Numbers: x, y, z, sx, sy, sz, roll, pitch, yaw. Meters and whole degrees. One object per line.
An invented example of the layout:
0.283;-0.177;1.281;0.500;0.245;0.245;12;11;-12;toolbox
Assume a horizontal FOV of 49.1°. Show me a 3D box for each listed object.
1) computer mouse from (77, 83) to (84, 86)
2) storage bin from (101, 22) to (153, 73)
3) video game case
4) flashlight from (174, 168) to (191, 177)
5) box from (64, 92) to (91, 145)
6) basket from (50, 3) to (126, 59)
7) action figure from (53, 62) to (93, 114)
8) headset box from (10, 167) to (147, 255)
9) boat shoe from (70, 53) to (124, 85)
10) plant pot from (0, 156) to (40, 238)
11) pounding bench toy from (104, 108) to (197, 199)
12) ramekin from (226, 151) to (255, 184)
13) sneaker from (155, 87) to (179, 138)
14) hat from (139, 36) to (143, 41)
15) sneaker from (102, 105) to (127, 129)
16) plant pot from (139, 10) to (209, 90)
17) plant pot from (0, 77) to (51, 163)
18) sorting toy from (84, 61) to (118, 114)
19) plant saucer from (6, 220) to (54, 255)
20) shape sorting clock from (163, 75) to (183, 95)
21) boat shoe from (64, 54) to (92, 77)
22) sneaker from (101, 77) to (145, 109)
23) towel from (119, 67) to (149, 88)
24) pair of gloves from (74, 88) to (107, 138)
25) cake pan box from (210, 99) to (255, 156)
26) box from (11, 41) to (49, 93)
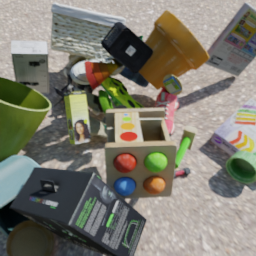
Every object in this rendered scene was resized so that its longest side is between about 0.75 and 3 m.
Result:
-1.351;-1.675;10.164;1.009;0.296;0.172;-11;56;-11;computer mouse
-0.023;-2.409;8.470;0.914;1.352;0.634;-49;43;13;storage bin
4.312;-3.200;10.688;2.621;2.386;0.289;6;42;-40;video game case
1.630;1.507;9.127;0.831;0.282;0.281;-11;83;-10;flashlight
-1.436;-0.287;7.962;0.546;1.452;0.364;-11;7;-36;box
-1.552;-3.595;10.828;2.690;1.660;1.823;10;16;-6;basket
-1.837;-1.826;11.020;1.647;1.414;2.771;29;54;17;action figure
-1.184;2.024;6.703;2.191;2.516;1.167;-3;51;39;headset box
-0.850;-2.037;9.354;2.197;0.937;0.812;-18;84;-41;boat shoe
-3.199;1.832;8.052;1.740;1.744;1.777;-36;50;-25;plant pot
0.743;0.674;7.424;2.656;1.650;2.072;-2;31;-3;pounding bench toy
3.693;1.222;8.911;1.011;1.011;0.494;35;52;24;ramekin
1.220;-0.686;10.110;0.943;1.110;2.559;1;45;19;sneaker
0.639;-3.793;13.331;1.026;0.903;0.850;-12;41;41;hat
-0.428;-0.269;9.081;0.421;0.608;1.008;40;63;22;sneaker
1.308;-2.527;9.828;2.039;2.227;2.227;-42;56;14;plant pot
-3.963;0.000;8.652;2.346;2.507;2.346;25;15;-7;plant pot
-0.466;-1.052;9.064;0.941;2.731;0.947;-18;37;8;sorting toy
-2.650;3.156;7.584;1.251;0.221;1.251;15;56;-23;plant saucer
1.481;-1.422;9.274;0.770;0.770;0.151;32;59;22;shape sorting clock
-2.201;-2.914;12.253;0.776;0.847;2.268;16;47;19;boat shoe
-0.269;-0.882;10.139;2.254;0.942;0.835;49;42;-2;sneaker
0.269;-2.168;10.807;1.437;0.802;0.349;25;9;-26;towel
-1.275;-0.492;9.980;1.563;0.322;1.838;16;52;-30;pair of gloves
4.574;0.302;9.834;2.482;0.649;2.286;-35;62;-24;cake pan box
-3.288;-1.999;9.527;1.136;1.948;0.586;-4;58;-16;box
